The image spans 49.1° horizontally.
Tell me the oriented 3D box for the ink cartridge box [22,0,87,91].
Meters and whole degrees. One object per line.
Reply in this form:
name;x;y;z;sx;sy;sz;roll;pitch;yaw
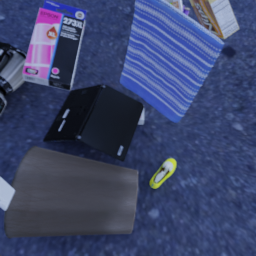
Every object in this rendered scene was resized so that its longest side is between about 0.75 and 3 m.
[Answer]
ink cartridge box;-2.187;-2.701;8.646;1.411;0.553;2.980;11;71;-12

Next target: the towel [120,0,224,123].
towel;0.712;-1.340;6.127;1.954;2.699;0.322;40;62;13

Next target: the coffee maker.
coffee maker;-4.682;-1.599;9.418;2.268;1.591;2.362;10;57;31

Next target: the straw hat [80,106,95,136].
straw hat;-1.201;-0.047;8.901;1.293;0.547;1.293;-7;50;8

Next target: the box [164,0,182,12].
box;1.241;-5.723;10.920;1.360;2.418;1.226;-8;59;15

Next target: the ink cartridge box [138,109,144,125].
ink cartridge box;0.114;-0.438;9.256;0.825;0.349;0.596;1;60;2

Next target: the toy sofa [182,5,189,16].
toy sofa;2.328;-4.738;11.699;0.315;0.371;0.760;18;61;10

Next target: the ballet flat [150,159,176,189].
ballet flat;1.058;1.306;8.244;0.384;0.385;1.148;37;66;19

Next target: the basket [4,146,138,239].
basket;-1.242;1.730;7.153;2.829;1.924;2.551;7;34;-1

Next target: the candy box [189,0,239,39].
candy box;2.228;-3.547;7.821;0.560;2.024;1.168;-35;28;4

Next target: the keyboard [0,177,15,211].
keyboard;-2.347;0.768;4.500;0.079;1.483;0.417;-15;40;13

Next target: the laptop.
laptop;-1.086;-0.174;9.003;2.483;1.282;2.200;-4;51;36
